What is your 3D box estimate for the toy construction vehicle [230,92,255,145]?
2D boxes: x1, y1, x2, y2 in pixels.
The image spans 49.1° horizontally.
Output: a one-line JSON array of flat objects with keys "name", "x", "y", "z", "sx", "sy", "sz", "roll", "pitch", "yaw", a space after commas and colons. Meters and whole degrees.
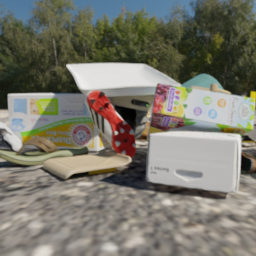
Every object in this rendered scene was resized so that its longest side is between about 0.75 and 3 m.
[{"name": "toy construction vehicle", "x": 4.304, "y": -0.308, "z": 9.206, "sx": 2.125, "sy": 1.850, "sz": 0.748, "roll": -3, "pitch": -31, "yaw": 30}]

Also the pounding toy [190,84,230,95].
[{"name": "pounding toy", "x": 1.916, "y": -0.670, "z": 6.666, "sx": 0.936, "sy": 0.488, "sz": 1.066, "roll": 10, "pitch": -7, "yaw": 9}]

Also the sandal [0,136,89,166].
[{"name": "sandal", "x": -1.962, "y": 0.480, "z": 6.593, "sx": 2.170, "sy": 0.619, "sz": 0.862, "roll": -4, "pitch": 6, "yaw": -38}]

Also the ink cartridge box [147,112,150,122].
[{"name": "ink cartridge box", "x": 0.865, "y": -0.439, "z": 14.408, "sx": 1.941, "sy": 1.126, "sz": 2.630, "roll": 3, "pitch": 5, "yaw": -7}]

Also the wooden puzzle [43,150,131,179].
[{"name": "wooden puzzle", "x": -0.849, "y": 0.753, "z": 5.693, "sx": 1.419, "sy": 0.264, "sz": 1.312, "roll": -9, "pitch": 8, "yaw": -34}]

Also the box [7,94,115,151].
[{"name": "box", "x": -1.998, "y": -0.235, "z": 8.723, "sx": 2.970, "sy": 1.671, "sz": 1.505, "roll": 1, "pitch": 6, "yaw": 16}]

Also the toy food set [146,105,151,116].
[{"name": "toy food set", "x": -0.080, "y": -0.843, "z": 11.945, "sx": 2.205, "sy": 0.542, "sz": 2.227, "roll": 4, "pitch": 7, "yaw": -37}]

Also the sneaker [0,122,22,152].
[{"name": "sneaker", "x": -3.660, "y": 0.420, "z": 8.125, "sx": 1.302, "sy": 0.741, "sz": 0.491, "roll": 41, "pitch": 4, "yaw": 23}]

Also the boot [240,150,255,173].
[{"name": "boot", "x": 2.553, "y": 0.716, "z": 5.821, "sx": 0.492, "sy": 0.379, "sz": 1.014, "roll": 11, "pitch": 12, "yaw": -2}]

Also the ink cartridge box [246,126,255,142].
[{"name": "ink cartridge box", "x": 3.954, "y": 0.050, "z": 6.638, "sx": 1.909, "sy": 0.594, "sz": 2.372, "roll": -5, "pitch": -22, "yaw": 44}]

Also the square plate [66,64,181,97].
[{"name": "square plate", "x": -0.266, "y": -1.363, "z": 7.821, "sx": 2.602, "sy": 0.370, "sz": 2.577, "roll": -4, "pitch": 25, "yaw": -18}]

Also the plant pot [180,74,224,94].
[{"name": "plant pot", "x": 3.291, "y": -1.076, "z": 14.292, "sx": 2.182, "sy": 2.719, "sz": 2.719, "roll": -25, "pitch": 13, "yaw": -18}]

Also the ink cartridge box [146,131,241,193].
[{"name": "ink cartridge box", "x": 1.241, "y": 0.484, "z": 4.917, "sx": 1.351, "sy": 0.784, "sz": 1.866, "roll": 3, "pitch": 2, "yaw": 22}]

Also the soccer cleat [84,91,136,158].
[{"name": "soccer cleat", "x": -0.409, "y": -0.058, "z": 6.321, "sx": 0.594, "sy": 1.733, "sz": 0.738, "roll": -38, "pitch": 10, "yaw": -22}]

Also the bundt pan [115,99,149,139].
[{"name": "bundt pan", "x": -0.067, "y": -0.531, "z": 9.594, "sx": 0.784, "sy": 2.089, "sz": 2.089, "roll": -12, "pitch": 11, "yaw": -37}]

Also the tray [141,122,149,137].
[{"name": "tray", "x": 0.942, "y": 0.085, "z": 11.429, "sx": 1.017, "sy": 0.382, "sz": 2.061, "roll": 20, "pitch": 7, "yaw": 10}]

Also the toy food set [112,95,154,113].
[{"name": "toy food set", "x": 0.480, "y": -1.072, "z": 8.790, "sx": 1.580, "sy": 0.665, "sz": 2.201, "roll": 11, "pitch": 26, "yaw": 4}]

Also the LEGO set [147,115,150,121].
[{"name": "LEGO set", "x": 0.427, "y": -0.292, "z": 10.606, "sx": 1.237, "sy": 0.461, "sz": 0.569, "roll": 1, "pitch": 35, "yaw": -49}]

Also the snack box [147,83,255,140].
[{"name": "snack box", "x": 1.493, "y": -0.114, "z": 6.681, "sx": 1.950, "sy": 0.726, "sz": 2.742, "roll": 9, "pitch": -12, "yaw": 4}]
